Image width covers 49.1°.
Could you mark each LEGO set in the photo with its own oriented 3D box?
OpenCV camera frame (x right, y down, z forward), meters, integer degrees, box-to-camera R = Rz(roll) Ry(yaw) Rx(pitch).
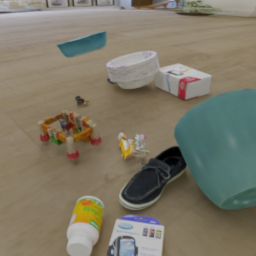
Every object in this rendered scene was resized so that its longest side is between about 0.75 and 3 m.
[{"bbox_3d":[0.200,0.625,9.219,0.682,0.843,1.834,8,-2,-18],"label":"LEGO set"}]

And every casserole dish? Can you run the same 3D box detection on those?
[{"bbox_3d":[-1.488,-2.865,9.619,1.665,0.533,2.748,-17,19,0],"label":"casserole dish"}]

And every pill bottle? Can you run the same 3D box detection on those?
[{"bbox_3d":[-0.975,2.231,6.336,0.702,0.702,1.265,2,30,3],"label":"pill bottle"}]

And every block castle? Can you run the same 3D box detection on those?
[{"bbox_3d":[-2.005,0.252,9.576,2.052,0.963,1.371,23,42,39],"label":"block castle"}]

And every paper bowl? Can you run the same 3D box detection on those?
[{"bbox_3d":[0.301,-2.897,14.269,2.622,1.364,2.622,-13,25,6],"label":"paper bowl"}]

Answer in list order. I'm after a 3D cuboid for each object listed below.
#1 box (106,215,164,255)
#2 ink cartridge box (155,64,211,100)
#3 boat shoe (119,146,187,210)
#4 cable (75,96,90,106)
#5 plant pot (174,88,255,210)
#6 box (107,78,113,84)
[{"bbox_3d":[0.139,2.675,5.906,1.140,0.397,1.915,6,28,10],"label":"box"},{"bbox_3d":[2.700,-2.345,14.024,1.706,0.990,2.312,-19,36,-30],"label":"ink cartridge box"},{"bbox_3d":[0.750,1.303,7.840,1.000,0.835,2.682,27,41,35],"label":"boat shoe"},{"bbox_3d":[-2.217,-1.203,12.924,0.539,0.279,1.109,-36,30,-22],"label":"cable"},{"bbox_3d":[2.784,0.728,7.079,2.744,2.744,2.202,-6,56,-10],"label":"plant pot"},{"bbox_3d":[-0.689,-2.639,15.383,0.803,0.145,0.574,-16,34,-24],"label":"box"}]
